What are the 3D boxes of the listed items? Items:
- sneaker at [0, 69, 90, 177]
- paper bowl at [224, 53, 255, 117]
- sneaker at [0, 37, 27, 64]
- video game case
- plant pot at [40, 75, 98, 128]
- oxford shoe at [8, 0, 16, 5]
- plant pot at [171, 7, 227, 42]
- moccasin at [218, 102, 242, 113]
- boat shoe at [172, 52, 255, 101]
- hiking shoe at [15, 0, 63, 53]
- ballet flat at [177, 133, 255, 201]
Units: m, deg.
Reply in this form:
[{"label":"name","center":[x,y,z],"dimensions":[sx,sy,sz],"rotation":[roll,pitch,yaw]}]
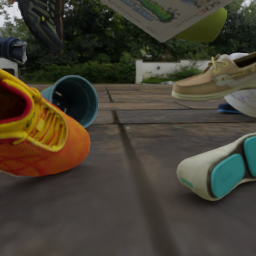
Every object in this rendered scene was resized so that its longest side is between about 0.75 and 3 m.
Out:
[{"label":"sneaker","center":[-1.205,0.022,3.030],"dimensions":[1.102,1.043,2.857],"rotation":[5,-12,28]},{"label":"paper bowl","center":[4.170,-1.308,9.217],"dimensions":[2.494,1.297,2.494],"rotation":[13,39,-11]},{"label":"sneaker","center":[-2.946,-1.776,6.274],"dimensions":[1.047,0.551,1.450],"rotation":[20,25,16]},{"label":"video game case","center":[0.822,-3.164,6.068],"dimensions":[2.891,0.342,2.631],"rotation":[19,-27,-40]},{"label":"plant pot","center":[-1.736,-0.636,7.499],"dimensions":[1.371,1.371,1.342],"rotation":[-9,7,-40]},{"label":"oxford shoe","center":[-2.783,-3.452,6.729],"dimensions":[0.344,0.931,0.330],"rotation":[15,5,-14]},{"label":"plant pot","center":[1.821,-3.499,8.492],"dimensions":[2.080,1.946,1.946],"rotation":[22,9,-5]},{"label":"moccasin","center":[4.154,-0.929,10.506],"dimensions":[1.938,0.661,0.780],"rotation":[-6,12,-29]},{"label":"boat shoe","center":[1.001,-0.571,2.893],"dimensions":[1.157,0.384,0.428],"rotation":[-14,28,-5]},{"label":"hiking shoe","center":[-2.273,-3.282,7.398],"dimensions":[1.273,2.529,0.958],"rotation":[-33,12,-11]},{"label":"ballet flat","center":[1.308,0.435,3.582],"dimensions":[1.795,0.623,0.623],"rotation":[-9,14,-39]}]
